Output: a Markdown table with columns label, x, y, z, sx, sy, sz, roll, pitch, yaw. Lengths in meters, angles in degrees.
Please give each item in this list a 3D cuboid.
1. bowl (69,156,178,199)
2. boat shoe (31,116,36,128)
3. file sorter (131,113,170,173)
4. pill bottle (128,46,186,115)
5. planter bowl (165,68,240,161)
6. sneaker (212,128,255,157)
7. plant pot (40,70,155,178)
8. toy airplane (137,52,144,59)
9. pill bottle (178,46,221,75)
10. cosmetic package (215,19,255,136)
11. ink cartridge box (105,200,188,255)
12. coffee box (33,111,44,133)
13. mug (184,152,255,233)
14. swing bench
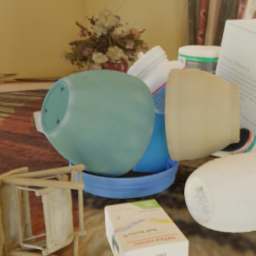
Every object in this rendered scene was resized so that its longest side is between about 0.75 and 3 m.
| label | x | y | z | sx | sy | sz | roll | pitch | yaw |
| --- | --- | --- | --- | --- | --- | --- | --- | --- | --- |
| bowl | -0.094 | 0.847 | 6.060 | 2.311 | 0.454 | 2.311 | 0 | 13 | 0 |
| boat shoe | -2.483 | -0.474 | 10.941 | 2.440 | 0.872 | 0.802 | -7 | 18 | -14 |
| file sorter | 0.410 | 0.257 | 6.156 | 0.870 | 1.254 | 0.769 | 9 | 7 | -33 |
| pill bottle | 1.287 | -0.824 | 7.750 | 1.499 | 2.756 | 1.499 | -39 | 1 | 1 |
| planter bowl | 1.466 | -0.265 | 5.310 | 1.210 | 1.798 | 1.798 | -1 | 12 | 19 |
| sneaker | 2.736 | 0.582 | 6.955 | 1.074 | 0.809 | 2.297 | 35 | -4 | -1 |
| plant pot | -0.770 | -0.213 | 5.315 | 1.441 | 2.139 | 2.139 | 17 | -1 | -40 |
| toy airplane | 1.405 | -2.415 | 14.811 | 2.104 | 2.969 | 2.981 | 3 | 11 | 34 |
| pill bottle | 2.347 | -1.181 | 9.203 | 1.588 | 2.808 | 1.588 | 1 | 23 | 0 |
| cosmetic package | 3.885 | -1.236 | 7.341 | 2.295 | 2.743 | 2.281 | -11 | 35 | -19 |
| ink cartridge box | 0.223 | 1.428 | 3.481 | 0.789 | 0.453 | 1.346 | -4 | 13 | -16 |
| coffee box | -2.294 | -0.224 | 9.499 | 1.778 | 0.709 | 1.017 | 11 | 25 | 44 |
| mug | 1.487 | 0.984 | 4.240 | 1.318 | 1.110 | 1.503 | -3 | -11 | -22 |
| swing bench | -1.084 | 1.101 | 3.532 | 1.092 | 1.086 | 0.708 | -1 | 13 | -8 |
